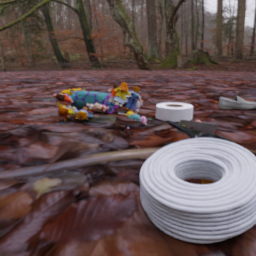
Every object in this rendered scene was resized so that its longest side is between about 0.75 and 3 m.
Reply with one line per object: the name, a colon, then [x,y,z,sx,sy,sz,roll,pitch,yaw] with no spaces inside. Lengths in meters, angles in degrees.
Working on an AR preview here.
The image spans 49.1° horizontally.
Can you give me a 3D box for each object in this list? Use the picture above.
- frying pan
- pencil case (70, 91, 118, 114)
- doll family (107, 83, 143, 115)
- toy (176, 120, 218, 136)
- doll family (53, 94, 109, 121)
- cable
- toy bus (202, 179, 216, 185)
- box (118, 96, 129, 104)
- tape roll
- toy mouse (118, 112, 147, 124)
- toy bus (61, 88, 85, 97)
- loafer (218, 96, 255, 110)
frying pan: [2.114,0.446,7.758,2.206,0.359,1.334,13,26,-3]
pencil case: [-1.752,-1.312,14.038,2.329,0.991,1.076,10,-10,29]
doll family: [0.025,-1.355,12.366,1.835,1.139,0.827,22,-12,-24]
toy: [2.061,-0.044,8.462,1.121,0.645,0.265,6,52,-2]
doll family: [-2.159,-0.728,12.188,2.521,1.136,1.565,14,5,1]
cable: [1.312,0.999,5.082,2.227,0.771,2.227,-10,25,-3]
toy bus: [2.258,1.104,6.061,1.274,0.415,0.499,6,16,23]
box: [-0.606,-1.614,15.761,1.343,0.424,2.441,13,13,42]
tape roll: [2.070,-0.730,12.668,1.667,0.583,1.667,0,15,0]
toy mouse: [0.419,-0.384,11.151,1.255,0.243,1.115,16,7,-38]
toy bus: [-3.530,-2.203,18.088,0.536,0.645,1.647,10,18,38]
loafer: [5.755,-1.318,14.672,1.962,0.684,0.686,0,15,0]
